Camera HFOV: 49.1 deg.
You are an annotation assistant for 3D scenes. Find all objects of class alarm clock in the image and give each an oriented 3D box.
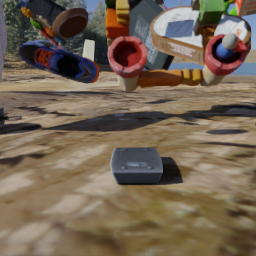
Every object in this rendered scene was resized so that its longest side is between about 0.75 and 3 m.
[{"bbox_3d":[-4.113,-0.252,7.978,2.187,0.728,1.475,-1,13,3],"label":"alarm clock"}]

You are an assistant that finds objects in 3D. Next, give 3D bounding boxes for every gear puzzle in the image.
[{"bbox_3d":[-2.029,-2.375,6.663,0.633,0.160,1.221,10,-24,46],"label":"gear puzzle"}]

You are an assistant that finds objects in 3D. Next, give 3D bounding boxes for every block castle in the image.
[{"bbox_3d":[0.473,-1.632,3.415,1.513,2.264,1.062,-2,-15,0],"label":"block castle"}]

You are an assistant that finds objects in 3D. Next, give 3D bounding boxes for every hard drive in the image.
[{"bbox_3d":[0.143,0.658,5.095,0.899,0.282,1.332,0,13,0],"label":"hard drive"},{"bbox_3d":[0.388,-3.169,8.891,0.471,1.999,2.864,-32,72,-28],"label":"hard drive"}]

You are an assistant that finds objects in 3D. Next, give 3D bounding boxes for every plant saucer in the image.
[{"bbox_3d":[-1.135,-2.078,5.655,0.796,0.137,0.796,-30,-11,-6],"label":"plant saucer"}]

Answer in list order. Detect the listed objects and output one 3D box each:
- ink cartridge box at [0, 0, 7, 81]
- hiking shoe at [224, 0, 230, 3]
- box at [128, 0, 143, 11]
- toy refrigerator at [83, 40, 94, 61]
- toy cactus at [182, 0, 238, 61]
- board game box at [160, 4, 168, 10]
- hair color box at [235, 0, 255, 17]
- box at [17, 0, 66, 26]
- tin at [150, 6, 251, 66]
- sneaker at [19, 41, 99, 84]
[{"bbox_3d":[-3.864,-2.234,7.368,0.944,1.636,2.248,1,56,-16],"label":"ink cartridge box"},{"bbox_3d":[2.263,-2.918,5.212,2.800,1.409,1.060,22,4,24],"label":"hiking shoe"},{"bbox_3d":[-0.077,-2.969,5.703,0.881,0.652,0.459,29,-35,-33],"label":"box"},{"bbox_3d":[-1.724,-3.184,12.066,0.444,0.482,1.270,7,56,-14],"label":"toy refrigerator"},{"bbox_3d":[2.395,-2.932,8.547,2.223,1.377,2.694,-35,28,38],"label":"toy cactus"},{"bbox_3d":[1.145,-4.848,11.372,0.233,1.157,0.885,-30,29,49],"label":"board game box"},{"bbox_3d":[3.206,-3.503,7.030,0.758,0.457,1.493,-8,-19,10],"label":"hair color box"},{"bbox_3d":[-2.272,-3.213,7.640,1.182,0.633,0.877,20,17,-39],"label":"box"},{"bbox_3d":[1.588,-2.159,6.454,2.434,0.510,1.363,29,71,32],"label":"tin"},{"bbox_3d":[-2.215,-2.119,8.706,2.642,0.995,1.036,17,11,7],"label":"sneaker"}]
